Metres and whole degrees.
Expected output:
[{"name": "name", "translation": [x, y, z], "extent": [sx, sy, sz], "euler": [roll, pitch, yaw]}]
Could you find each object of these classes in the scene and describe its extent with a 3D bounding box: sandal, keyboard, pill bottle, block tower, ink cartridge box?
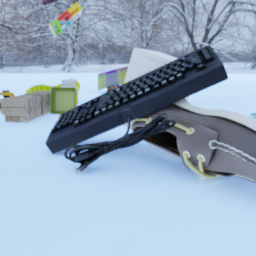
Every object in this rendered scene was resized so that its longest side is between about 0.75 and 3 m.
[{"name": "sandal", "translation": [-2.685, -1.152, 9.988], "extent": [1.951, 0.775, 0.849], "euler": [-12, -17, -23]}, {"name": "keyboard", "translation": [-0.015, -0.286, 3.997], "extent": [2.801, 0.288, 1.780], "euler": [-24, 33, 17]}, {"name": "pill bottle", "translation": [-1.734, -0.941, 8.188], "extent": [0.528, 0.936, 0.528], "euler": [0, 13, 0]}, {"name": "block tower", "translation": [-2.584, -0.621, 7.562], "extent": [0.633, 0.591, 2.188], "euler": [3, 12, 6]}, {"name": "ink cartridge box", "translation": [0.515, -0.551, 5.344], "extent": [1.016, 1.623, 1.043], "euler": [25, 22, 22]}]

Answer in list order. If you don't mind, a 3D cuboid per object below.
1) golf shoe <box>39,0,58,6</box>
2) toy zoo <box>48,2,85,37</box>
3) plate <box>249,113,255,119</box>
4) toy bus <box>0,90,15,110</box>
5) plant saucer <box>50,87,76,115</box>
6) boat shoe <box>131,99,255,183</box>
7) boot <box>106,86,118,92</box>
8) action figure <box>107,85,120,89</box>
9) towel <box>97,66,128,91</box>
[{"name": "golf shoe", "translation": [-2.180, -3.758, 7.070], "extent": [0.750, 0.951, 2.066], "euler": [-24, 18, -8]}, {"name": "toy zoo", "translation": [-2.260, -4.132, 10.538], "extent": [1.599, 0.164, 1.049], "euler": [-42, 6, -4]}, {"name": "plate", "translation": [3.547, -0.281, 7.178], "extent": [0.807, 0.103, 0.807], "euler": [0, 14, 0]}, {"name": "toy bus", "translation": [-3.730, -0.852, 8.566], "extent": [1.164, 0.601, 1.098], "euler": [7, 14, 27]}, {"name": "plant saucer", "translation": [-1.784, -0.747, 7.816], "extent": [0.768, 0.767, 0.184], "euler": [3, 2, 11]}, {"name": "boat shoe", "translation": [0.930, 0.196, 3.525], "extent": [0.771, 0.931, 2.592], "euler": [-47, 36, -7]}, {"name": "boot", "translation": [-0.341, -1.744, 12.922], "extent": [1.225, 0.451, 0.948], "euler": [-8, 8, 21]}, {"name": "action figure", "translation": [-0.280, -2.204, 13.810], "extent": [1.662, 0.848, 0.988], "euler": [-6, 49, -13]}, {"name": "towel", "translation": [-0.558, -2.392, 13.395], "extent": [1.867, 0.213, 1.341], "euler": [-12, 44, 7]}]
